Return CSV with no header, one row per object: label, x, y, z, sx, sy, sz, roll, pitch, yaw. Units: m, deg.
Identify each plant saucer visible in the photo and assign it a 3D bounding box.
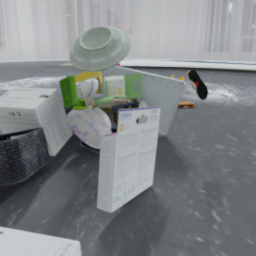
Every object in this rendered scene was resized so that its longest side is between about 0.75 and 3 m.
plant saucer,-1.916,-1.592,13.355,2.084,2.084,0.505,-29,37,-18
plant saucer,-1.081,-2.998,9.985,2.316,0.581,2.316,-6,55,9

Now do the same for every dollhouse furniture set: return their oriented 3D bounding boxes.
dollhouse furniture set,-1.031,-1.059,8.549,1.070,0.827,2.141,-12,-4,44

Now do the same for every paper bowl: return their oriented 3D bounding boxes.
paper bowl,-1.260,-0.127,9.758,1.641,1.641,0.853,15,51,38

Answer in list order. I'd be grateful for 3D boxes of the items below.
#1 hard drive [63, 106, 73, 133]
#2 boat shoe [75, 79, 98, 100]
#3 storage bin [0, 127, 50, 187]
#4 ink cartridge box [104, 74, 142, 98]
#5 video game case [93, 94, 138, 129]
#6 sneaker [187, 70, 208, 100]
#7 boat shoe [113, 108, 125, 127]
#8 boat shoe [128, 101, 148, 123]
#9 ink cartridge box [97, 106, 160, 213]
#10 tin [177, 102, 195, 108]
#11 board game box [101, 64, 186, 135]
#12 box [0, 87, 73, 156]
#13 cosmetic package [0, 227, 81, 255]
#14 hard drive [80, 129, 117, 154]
hard drive,-2.148,-0.485,11.535,2.086,1.407,0.442,-20,49,27
boat shoe,-1.653,-1.138,9.247,0.628,0.691,1.879,9,-19,-32
storage bin,-3.416,0.798,7.961,1.645,1.141,2.434,-10,6,4
ink cartridge box,-0.156,-1.343,9.789,1.353,0.985,0.324,-5,39,-7
video game case,-0.697,-0.613,10.928,2.068,1.882,0.228,-4,51,-7
sneaker,2.214,-1.396,8.991,0.374,1.062,0.496,-31,11,9
boat shoe,-0.330,-0.312,10.318,0.511,1.504,0.541,22,68,13
boat shoe,0.290,0.101,10.038,0.683,2.264,0.836,-10,-25,28
ink cartridge box,0.078,0.612,6.952,0.498,2.301,2.259,9,9,28
tin,3.373,-1.393,16.835,1.329,0.278,0.744,-2,23,-5
board game box,0.413,-1.087,11.001,2.977,2.977,0.385,13,50,1
box,-3.402,-0.246,10.051,2.043,2.053,1.342,5,38,22
cosmetic package,-2.117,2.404,4.639,2.405,0.857,1.220,5,19,12
hard drive,-0.840,0.465,11.064,1.237,0.388,1.834,20,27,41
